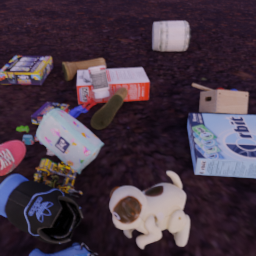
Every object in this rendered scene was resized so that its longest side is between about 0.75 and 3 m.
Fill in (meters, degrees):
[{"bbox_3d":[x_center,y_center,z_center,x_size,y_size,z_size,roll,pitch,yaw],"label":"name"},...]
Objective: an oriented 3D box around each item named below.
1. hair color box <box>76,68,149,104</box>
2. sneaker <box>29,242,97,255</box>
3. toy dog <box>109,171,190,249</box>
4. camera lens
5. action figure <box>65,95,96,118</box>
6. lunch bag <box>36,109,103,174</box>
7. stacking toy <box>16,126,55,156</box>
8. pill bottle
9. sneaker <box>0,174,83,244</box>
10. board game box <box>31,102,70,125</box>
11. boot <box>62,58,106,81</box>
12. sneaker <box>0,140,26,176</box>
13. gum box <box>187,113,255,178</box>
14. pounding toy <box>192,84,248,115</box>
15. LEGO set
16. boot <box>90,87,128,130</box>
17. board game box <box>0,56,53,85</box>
[{"bbox_3d":[-0.607,-1.602,10.507,2.564,0.820,1.422,-3,33,-7],"label":"hair color box"},{"bbox_3d":[-0.621,2.306,4.388,2.388,0.938,1.065,5,36,8],"label":"sneaker"},{"bbox_3d":[0.345,1.439,4.944,1.403,1.361,0.979,11,13,-28],"label":"toy dog"},{"bbox_3d":[2.266,-4.834,14.828,1.891,1.513,1.513,-1,33,1],"label":"camera lens"},{"bbox_3d":[-1.693,-0.363,8.318,0.413,1.598,0.523,51,7,12],"label":"action figure"},{"bbox_3d":[-1.317,0.290,6.414,1.353,1.589,0.969,43,73,1],"label":"lunch bag"},{"bbox_3d":[-2.468,0.336,7.541,1.270,0.298,0.958,3,32,-5],"label":"stacking toy"},{"bbox_3d":[-0.951,-1.507,9.254,0.576,1.012,0.576,-10,11,2],"label":"pill bottle"},{"bbox_3d":[-1.158,1.501,4.551,0.947,2.431,0.853,21,70,19],"label":"sneaker"},{"bbox_3d":[-2.521,-0.457,9.214,0.865,0.297,1.047,9,34,12],"label":"board game box"},{"bbox_3d":[-1.884,-2.644,12.297,1.891,0.625,1.656,-9,34,-15],"label":"boot"},{"bbox_3d":[-2.932,0.851,6.198,0.805,0.684,1.855,-19,15,42],"label":"sneaker"},{"bbox_3d":[3.043,0.416,7.602,2.631,0.586,2.236,3,33,4],"label":"gum box"},{"bbox_3d":[2.871,-0.945,8.973,1.247,0.963,1.355,3,3,-14],"label":"pounding toy"},{"bbox_3d":[-1.559,1.268,5.681,0.987,1.284,0.744,26,49,-19],"label":"LEGO set"},{"bbox_3d":[-0.550,-0.664,9.212,0.533,1.410,1.610,44,12,-8],"label":"boot"},{"bbox_3d":[-4.357,-2.517,12.133,1.692,0.580,2.047,2,33,0],"label":"board game box"}]
